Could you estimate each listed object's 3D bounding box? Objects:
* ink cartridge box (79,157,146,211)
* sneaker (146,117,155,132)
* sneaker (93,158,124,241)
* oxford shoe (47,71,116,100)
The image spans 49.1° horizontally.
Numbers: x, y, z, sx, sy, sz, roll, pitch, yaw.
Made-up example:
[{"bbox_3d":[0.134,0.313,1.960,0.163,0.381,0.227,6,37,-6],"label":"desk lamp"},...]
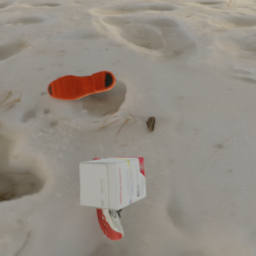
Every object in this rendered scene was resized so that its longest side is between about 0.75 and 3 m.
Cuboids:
[{"bbox_3d":[-0.269,0.996,5.283,0.809,0.813,1.118,-3,-3,28],"label":"ink cartridge box"},{"bbox_3d":[0.815,-0.109,10.548,0.321,0.299,0.850,-8,33,22],"label":"sneaker"},{"bbox_3d":[-0.375,1.748,7.627,1.086,1.029,2.643,-4,40,-7],"label":"sneaker"},{"bbox_3d":[-1.973,-1.759,12.187,2.997,1.067,1.087,-6,2,6],"label":"oxford shoe"}]
